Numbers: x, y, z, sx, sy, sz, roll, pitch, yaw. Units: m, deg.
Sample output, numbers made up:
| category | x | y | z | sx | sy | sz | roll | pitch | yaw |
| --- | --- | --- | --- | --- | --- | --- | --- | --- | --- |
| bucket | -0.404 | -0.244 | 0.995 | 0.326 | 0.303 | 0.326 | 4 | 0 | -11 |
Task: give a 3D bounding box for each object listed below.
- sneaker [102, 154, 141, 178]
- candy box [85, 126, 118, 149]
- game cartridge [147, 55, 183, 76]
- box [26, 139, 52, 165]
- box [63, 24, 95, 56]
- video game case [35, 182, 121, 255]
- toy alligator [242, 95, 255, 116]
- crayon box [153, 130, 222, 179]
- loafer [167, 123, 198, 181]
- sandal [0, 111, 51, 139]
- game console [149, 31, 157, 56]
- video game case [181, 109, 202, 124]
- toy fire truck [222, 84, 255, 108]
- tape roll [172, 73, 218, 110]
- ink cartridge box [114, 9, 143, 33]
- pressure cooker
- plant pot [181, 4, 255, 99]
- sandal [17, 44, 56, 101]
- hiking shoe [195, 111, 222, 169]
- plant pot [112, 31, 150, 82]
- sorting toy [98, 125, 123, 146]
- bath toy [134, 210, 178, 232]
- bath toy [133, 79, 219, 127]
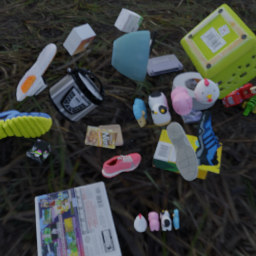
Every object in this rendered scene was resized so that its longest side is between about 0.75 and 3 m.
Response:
| category | x | y | z | sx | sy | sz | roll | pitch | yaw |
| --- | --- | --- | --- | --- | --- | --- | --- | --- | --- |
| sneaker | -0.200 | 1.274 | 10.163 | 1.566 | 0.679 | 0.577 | -22 | 51 | -20 |
| candy box | -0.846 | 0.303 | 8.835 | 0.941 | 0.543 | 0.260 | 10 | 11 | -13 |
| game cartridge | 1.766 | -3.268 | 14.570 | 1.823 | 0.350 | 1.181 | -14 | 45 | -12 |
| box | -3.372 | 0.907 | 10.634 | 0.565 | 0.473 | 0.760 | 19 | 50 | 16 |
| box | -1.811 | -3.262 | 10.402 | 0.524 | 0.986 | 0.751 | 53 | 49 | -2 |
| video game case | -1.650 | 3.080 | 8.787 | 2.336 | 0.295 | 2.564 | -11 | 50 | -10 |
| toy alligator | 5.727 | -1.256 | 12.549 | 0.611 | 0.559 | 2.059 | 34 | 56 | 27 |
| crayon box | 2.219 | 1.004 | 10.463 | 2.323 | 0.590 | 1.475 | 13 | 49 | 13 |
| loafer | 1.202 | 0.487 | 5.934 | 0.454 | 0.397 | 1.263 | -26 | 69 | 24 |
| sandal | -4.585 | -0.271 | 11.317 | 2.931 | 1.165 | 1.276 | -4 | 44 | -6 |
| game console | 0.885 | -3.264 | 11.454 | 0.969 | 0.641 | 1.101 | 4 | 77 | 52 |
| video game case | 2.732 | -0.722 | 12.364 | 0.925 | 0.123 | 1.295 | -9 | 49 | -8 |
| toy fire truck | 5.404 | -1.631 | 12.229 | 2.237 | 1.578 | 0.545 | -26 | 93 | -22 |
| tape roll | 3.039 | -1.712 | 12.800 | 2.027 | 0.670 | 2.027 | 1 | 44 | -1 |
| ink cartridge box | 0.033 | -4.579 | 12.109 | 0.464 | 0.800 | 1.104 | 43 | 28 | 20 |
| pressure cooker | -1.581 | -1.110 | 8.928 | 1.565 | 1.377 | 1.398 | -35 | 71 | 10 |
| plant pot | 3.390 | -2.774 | 10.110 | 2.306 | 2.103 | 2.317 | -37 | 61 | 22 |
| sandal | -2.537 | -1.470 | 8.132 | 2.019 | 0.579 | 0.774 | -46 | 44 | 19 |
| hiking shoe | 2.268 | 0.309 | 7.790 | 0.689 | 1.589 | 0.591 | 6 | 12 | 19 |
| plant pot | 0.037 | -2.368 | 9.136 | 1.085 | 1.611 | 1.611 | 5 | 47 | -6 |
| sorting toy | -0.933 | 0.352 | 11.330 | 1.330 | 0.196 | 0.983 | -5 | 53 | -9 |
| bath toy | 0.880 | 2.890 | 8.806 | 1.405 | 0.519 | 0.611 | -4 | 14 | -5 |
| bath toy | 1.337 | -0.728 | 7.710 | 2.377 | 0.878 | 1.033 | -18 | 71 | 8 |
